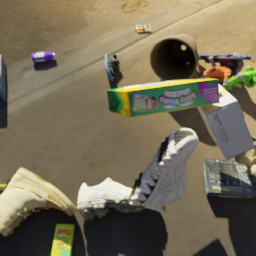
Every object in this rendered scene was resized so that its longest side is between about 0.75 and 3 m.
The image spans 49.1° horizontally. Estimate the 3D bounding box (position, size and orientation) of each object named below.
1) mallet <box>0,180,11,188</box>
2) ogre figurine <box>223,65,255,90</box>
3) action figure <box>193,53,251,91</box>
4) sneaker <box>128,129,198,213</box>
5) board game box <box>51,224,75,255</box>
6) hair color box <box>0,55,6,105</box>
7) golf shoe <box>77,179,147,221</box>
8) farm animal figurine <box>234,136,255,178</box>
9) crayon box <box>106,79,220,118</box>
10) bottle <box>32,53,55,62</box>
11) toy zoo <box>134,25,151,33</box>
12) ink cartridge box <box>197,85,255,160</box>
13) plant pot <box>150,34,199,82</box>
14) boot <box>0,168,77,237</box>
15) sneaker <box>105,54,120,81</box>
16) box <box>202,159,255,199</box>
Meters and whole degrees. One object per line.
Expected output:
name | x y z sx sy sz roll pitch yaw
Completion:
mallet | -4.790 2.089 10.286 1.265 0.260 0.416 2 56 6
ogre figurine | 4.395 -1.776 10.191 1.584 0.950 0.777 10 77 1
action figure | 4.173 -2.661 13.127 2.607 1.410 2.695 -37 37 -29
sneaker | 1.109 1.229 7.512 1.216 3.000 1.127 28 38 -2
board game box | -2.121 3.763 9.109 0.590 0.277 1.161 1 56 1
hair color box | -6.326 -2.158 12.804 1.244 0.753 2.487 -11 57 -8
golf shoe | -0.376 2.243 9.717 2.795 1.094 1.359 -5 47 -7
farm animal figurine | 4.675 1.346 10.069 1.776 1.106 2.199 39 31 15
crayon box | 0.910 -0.938 8.252 2.619 2.260 0.764 -10 100 -16
bottle | -4.210 -3.537 13.964 1.110 0.362 0.464 -7 54 -4
toy zoo | 0.785 -5.461 15.423 0.864 0.088 0.567 -5 57 -3
ink cartridge box | 2.941 -0.315 8.930 0.957 1.685 2.312 -25 21 11
plant pot | 2.358 -3.437 13.040 2.184 2.184 1.895 22 43 14
boot | -3.282 2.764 9.355 2.695 0.981 2.095 26 60 18
sneaker | -0.745 -2.973 13.438 0.704 0.603 1.700 -7 53 3
box | 3.685 1.859 10.290 1.725 0.440 1.360 2 55 1
